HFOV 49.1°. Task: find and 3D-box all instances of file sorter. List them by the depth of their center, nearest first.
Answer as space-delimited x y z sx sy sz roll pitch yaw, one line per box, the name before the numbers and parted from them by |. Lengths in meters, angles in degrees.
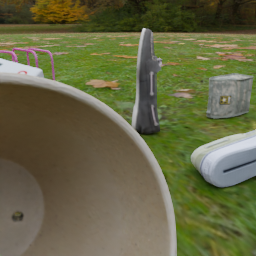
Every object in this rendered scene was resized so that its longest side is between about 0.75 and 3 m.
file sorter | -3.905 -1.699 9.158 1.788 1.614 2.573 19 29 39

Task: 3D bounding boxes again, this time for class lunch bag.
lunch bag | 2.774 -0.897 7.847 1.348 1.106 0.793 -14 24 -30

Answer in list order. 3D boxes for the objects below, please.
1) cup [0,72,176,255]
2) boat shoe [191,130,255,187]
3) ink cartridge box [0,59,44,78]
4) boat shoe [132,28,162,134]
cup | -0.717 0.604 1.502 1.599 1.599 1.143 -14 7 -31
boat shoe | 2.368 0.352 5.094 2.547 0.917 0.790 -10 23 -16
ink cartridge box | -3.197 -0.413 5.161 2.832 1.176 2.076 16 47 10
boat shoe | 0.525 -1.025 6.500 0.682 2.394 0.800 6 16 6
